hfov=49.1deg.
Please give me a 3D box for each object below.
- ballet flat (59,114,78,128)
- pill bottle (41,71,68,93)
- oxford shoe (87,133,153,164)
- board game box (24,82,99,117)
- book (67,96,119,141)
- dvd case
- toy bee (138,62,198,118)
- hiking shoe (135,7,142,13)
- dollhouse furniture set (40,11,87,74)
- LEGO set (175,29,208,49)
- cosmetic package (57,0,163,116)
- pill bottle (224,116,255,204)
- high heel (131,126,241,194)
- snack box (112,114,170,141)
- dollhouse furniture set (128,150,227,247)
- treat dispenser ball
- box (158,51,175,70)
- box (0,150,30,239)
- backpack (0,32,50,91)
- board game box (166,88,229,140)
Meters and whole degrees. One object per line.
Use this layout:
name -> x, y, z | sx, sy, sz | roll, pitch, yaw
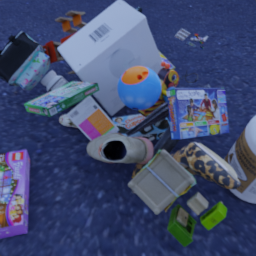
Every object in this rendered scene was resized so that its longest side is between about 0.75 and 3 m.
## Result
ballet flat -> -1.822, -0.219, 9.395 | 1.228, 0.464, 0.393 | 7, 6, 14
pill bottle -> -2.435, -1.390, 10.059 | 1.299, 0.756, 0.756 | 43, 47, -10
oxford shoe -> -0.490, 0.524, 7.545 | 0.911, 0.873, 2.468 | 6, -8, -42
board game box -> -1.651, -0.776, 7.070 | 1.070, 0.231, 1.589 | 11, 35, 42
book -> -1.073, -0.175, 8.585 | 0.918, 1.374, 0.330 | -39, 19, 2
dvd case -> 1.057, -0.452, 7.996 | 1.692, 2.276, 0.182 | -24, 83, -32
toy bee -> 1.063, -1.404, 8.767 | 1.468, 1.219, 2.243 | 12, 58, 38
hiking shoe -> -0.083, -5.877, 15.241 | 1.254, 1.076, 2.892 | 15, 44, 15
dollhouse furniture set -> -2.385, -3.091, 10.696 | 2.106, 2.129, 1.097 | -9, 6, 37
LEGO set -> 1.930, -2.689, 8.392 | 0.939, 0.701, 0.230 | 27, 87, -6
cosmetic package -> -0.424, -2.234, 9.358 | 2.572, 2.580, 1.586 | -38, 53, -1
pill bottle -> 3.466, 0.514, 6.681 | 1.607, 2.810, 1.607 | 4, 50, -5
high heel -> 1.146, 1.273, 6.568 | 2.088, 1.046, 2.928 | -55, 27, 3
snack box -> 0.461, -0.016, 9.311 | 1.821, 0.338, 1.058 | -9, 43, -10
dollhouse furniture set -> 1.045, 1.375, 6.054 | 1.822, 1.193, 0.914 | 45, 19, 6
treat dispenser ball -> 0.294, -1.059, 7.483 | 1.165, 1.165, 1.165 | 0, 42, 0
box -> 1.222, -2.845, 11.864 | 0.541, 0.496, 1.543 | -29, 73, -39
box -> -3.489, 1.703, 7.294 | 1.675, 0.478, 2.447 | -9, 43, -10
backpack -> -3.546, -2.154, 9.504 | 1.724, 1.462, 1.942 | -53, 16, -7
board game box -> 1.763, -0.383, 6.916 | 1.763, 1.193, 0.304 | -5, -1, -32
